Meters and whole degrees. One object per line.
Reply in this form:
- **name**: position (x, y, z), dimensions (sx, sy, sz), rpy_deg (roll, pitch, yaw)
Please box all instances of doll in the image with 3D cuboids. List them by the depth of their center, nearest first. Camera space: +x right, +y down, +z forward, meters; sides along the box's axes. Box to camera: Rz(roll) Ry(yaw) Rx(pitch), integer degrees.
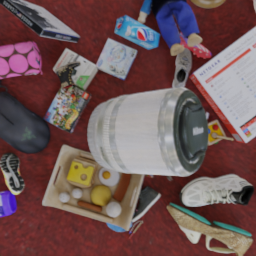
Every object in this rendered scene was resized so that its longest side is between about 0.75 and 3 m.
- **doll**: position (1.221, -3.823, 8.881), dimensions (2.010, 0.714, 2.946), rpy_deg (-23, 78, 25)

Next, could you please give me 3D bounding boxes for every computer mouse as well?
- **computer mouse**: position (-3.787, -0.233, 8.673), dimensions (2.899, 0.764, 2.007), rpy_deg (32, 84, 3)

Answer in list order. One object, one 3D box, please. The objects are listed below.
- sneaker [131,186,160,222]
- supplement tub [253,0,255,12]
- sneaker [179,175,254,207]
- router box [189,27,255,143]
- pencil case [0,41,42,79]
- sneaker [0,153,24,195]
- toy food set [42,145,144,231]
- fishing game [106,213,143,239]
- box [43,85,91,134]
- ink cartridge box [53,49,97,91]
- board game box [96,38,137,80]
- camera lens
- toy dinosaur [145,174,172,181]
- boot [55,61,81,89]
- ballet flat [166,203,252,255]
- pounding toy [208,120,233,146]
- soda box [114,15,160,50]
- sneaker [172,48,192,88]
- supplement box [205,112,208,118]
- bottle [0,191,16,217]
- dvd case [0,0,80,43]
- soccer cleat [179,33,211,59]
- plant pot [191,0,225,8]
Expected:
- **sneaker**: position (0.390, 2.294, 8.606), dimensions (0.591, 0.422, 1.192), rpy_deg (43, 81, 7)
- **supplement tub**: position (5.346, -4.329, 8.631), dimensions (2.370, 1.718, 1.718), rpy_deg (-38, 85, -4)
- **sneaker**: position (2.605, 1.852, 8.048), dimensions (2.108, 1.213, 0.795), rpy_deg (-12, 92, -11)
- **router box**: position (3.881, -1.450, 8.567), dimensions (2.940, 0.718, 2.639), rpy_deg (-36, 90, 3)
- **pencil case**: position (-3.832, -1.974, 8.654), dimensions (2.224, 1.009, 1.042), rpy_deg (-12, 116, -8)
- **sneaker**: position (-3.602, 1.434, 8.619), dimensions (0.551, 0.637, 1.410), rpy_deg (-7, 59, -31)
- **toy food set**: position (-0.993, 1.743, 8.348), dimensions (2.645, 0.799, 1.898), rpy_deg (16, 79, 3)
- **fishing game**: position (-0.246, 2.747, 8.650), dimensions (1.344, 0.209, 0.962), rpy_deg (38, 88, 4)
- **box**: position (-1.930, -0.664, 8.974), dimensions (0.966, 0.267, 1.415), rpy_deg (27, 85, 3)
- **ink cartridge box**: position (-1.690, -1.868, 8.988), dimensions (1.143, 0.480, 0.834), rpy_deg (30, 84, 4)
- **board game box**: position (-0.383, -2.234, 9.144), dimensions (1.029, 0.224, 1.034), rpy_deg (25, 87, 1)
- **camera lens**: position (0.570, 0.137, 7.426), dimensions (2.720, 2.176, 2.176), rpy_deg (-3, 82, 36)
- **toy dinosaur**: position (1.231, 1.069, 8.757), dimensions (1.473, 1.624, 0.853), rpy_deg (-4, 119, 23)
- **boot**: position (-1.766, -1.619, 8.546), dimensions (0.856, 0.313, 0.645), rpy_deg (-19, 86, 8)
- **ballet flat**: position (2.307, 3.085, 8.255), dimensions (2.677, 0.944, 0.874), rpy_deg (21, 86, 4)
- **pounding toy**: position (2.708, 0.205, 8.738), dimensions (0.714, 0.552, 0.776), rpy_deg (-26, 85, -2)
- **soda box**: position (0.298, -2.944, 8.735), dimensions (1.414, 0.480, 0.454), rpy_deg (14, 84, -36)
- **sneaker**: position (1.782, -1.899, 8.949), dimensions (0.525, 0.576, 1.405), rpy_deg (9, 84, 1)
- **supplement box**: position (1.677, -0.269, 8.568), dimensions (1.350, 0.411, 0.735), rpy_deg (19, 56, 17)
- **bottle**: position (-4.346, 2.428, 8.489), dimensions (1.743, 0.569, 0.728), rpy_deg (-12, 88, -1)
- **dvd case**: position (-2.565, -3.203, 8.312), dimensions (1.669, 2.220, 0.275), rpy_deg (39, 108, 5)
- **soccer cleat**: position (2.160, -2.687, 9.135), dimensions (1.269, 0.423, 0.485), rpy_deg (24, 79, 5)
- **plant pot**: position (2.709, -4.798, 9.451), dimensions (1.510, 0.207, 1.510), rpy_deg (0, 84, 1)
